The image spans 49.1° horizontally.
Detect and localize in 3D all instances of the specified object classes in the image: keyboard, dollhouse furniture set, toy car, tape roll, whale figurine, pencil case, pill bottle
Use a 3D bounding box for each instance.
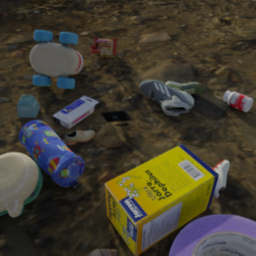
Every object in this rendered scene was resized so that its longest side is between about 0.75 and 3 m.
[{"bbox_3d":[-0.422,-0.347,11.052,1.297,0.824,0.134,-1,42,41],"label":"keyboard"},{"bbox_3d":[-1.427,-4.621,15.685,1.256,0.949,2.334,6,15,6],"label":"dollhouse furniture set"},{"bbox_3d":[-3.318,-3.377,14.234,2.436,2.539,2.754,7,11,9],"label":"toy car"},{"bbox_3d":[2.275,3.489,6.092,2.941,1.249,2.941,1,39,-1],"label":"tape roll"},{"bbox_3d":[-3.653,1.977,8.214,2.035,1.327,2.558,31,72,28],"label":"whale figurine"},{"bbox_3d":[-2.572,0.803,9.496,1.238,1.112,2.849,-1,28,-48],"label":"pencil case"},{"bbox_3d":[4.819,-1.193,12.348,0.643,0.643,1.146,-32,48,-33],"label":"pill bottle"}]

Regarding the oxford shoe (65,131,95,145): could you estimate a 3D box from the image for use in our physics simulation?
[{"bbox_3d":[-1.817,0.297,10.644,1.174,0.433,0.416,-19,48,-19],"label":"oxford shoe"}]

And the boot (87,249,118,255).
[{"bbox_3d":[-0.594,3.524,6.769,0.890,0.428,1.217,-15,40,-8],"label":"boot"}]

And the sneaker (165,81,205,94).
[{"bbox_3d":[2.597,-1.677,13.023,1.862,0.624,0.836,6,46,10],"label":"sneaker"}]

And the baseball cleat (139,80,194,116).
[{"bbox_3d":[1.509,-1.351,12.319,2.665,0.929,1.418,19,43,23],"label":"baseball cleat"}]

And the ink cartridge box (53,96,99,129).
[{"bbox_3d":[-2.191,-0.719,12.003,0.910,0.356,1.922,25,47,28],"label":"ink cartridge box"}]

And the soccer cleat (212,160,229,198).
[{"bbox_3d":[2.904,1.621,8.989,0.656,0.586,1.692,48,44,10],"label":"soccer cleat"}]

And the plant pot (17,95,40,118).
[{"bbox_3d":[-4.302,-0.961,11.964,0.753,0.767,0.751,1,40,2],"label":"plant pot"}]

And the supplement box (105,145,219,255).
[{"bbox_3d":[0.913,1.907,7.827,2.762,1.503,1.513,-23,44,-26],"label":"supplement box"}]
